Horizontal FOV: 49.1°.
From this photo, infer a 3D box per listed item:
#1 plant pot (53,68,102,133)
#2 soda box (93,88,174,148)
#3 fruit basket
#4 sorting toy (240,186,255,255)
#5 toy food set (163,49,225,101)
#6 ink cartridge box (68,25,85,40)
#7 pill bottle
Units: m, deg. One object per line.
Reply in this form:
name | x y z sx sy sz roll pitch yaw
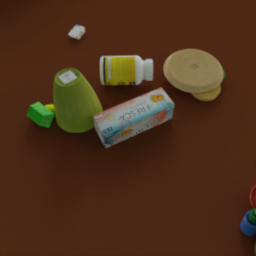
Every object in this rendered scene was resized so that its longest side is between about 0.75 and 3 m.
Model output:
plant pot | -1.989 -1.120 10.204 1.837 1.963 1.837 -3 53 4
soda box | 0.232 -0.393 10.438 2.928 0.931 1.001 -24 60 -14
fruit basket | -3.225 -0.544 10.811 1.046 0.755 1.046 25 18 -9
sorting toy | 4.270 2.714 8.055 1.769 1.208 2.944 0 50 8
toy food set | 2.808 -2.399 11.944 2.603 0.633 2.576 18 58 12
ink cartridge box | -2.513 -4.605 13.615 0.470 0.275 0.811 20 59 13
pill bottle | -0.072 -2.370 11.587 2.118 1.186 1.186 -1 57 1
